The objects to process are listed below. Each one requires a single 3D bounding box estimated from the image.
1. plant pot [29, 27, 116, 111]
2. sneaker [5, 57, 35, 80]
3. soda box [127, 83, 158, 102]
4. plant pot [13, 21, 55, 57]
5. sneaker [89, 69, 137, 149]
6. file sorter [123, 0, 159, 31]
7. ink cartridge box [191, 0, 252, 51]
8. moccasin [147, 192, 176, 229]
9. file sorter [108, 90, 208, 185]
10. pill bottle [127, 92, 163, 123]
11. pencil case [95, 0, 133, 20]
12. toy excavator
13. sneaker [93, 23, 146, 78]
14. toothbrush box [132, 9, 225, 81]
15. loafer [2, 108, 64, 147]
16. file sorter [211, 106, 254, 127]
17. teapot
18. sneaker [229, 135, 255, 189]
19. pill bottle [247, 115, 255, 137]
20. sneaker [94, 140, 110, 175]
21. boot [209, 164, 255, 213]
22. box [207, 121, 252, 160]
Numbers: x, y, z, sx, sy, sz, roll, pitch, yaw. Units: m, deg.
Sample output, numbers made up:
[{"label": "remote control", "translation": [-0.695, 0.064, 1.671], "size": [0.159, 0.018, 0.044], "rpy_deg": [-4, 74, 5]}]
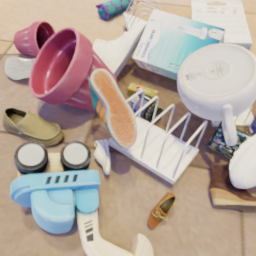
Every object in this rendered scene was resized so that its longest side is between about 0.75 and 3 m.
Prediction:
[{"label": "plant pot", "translation": [-1.474, -1.479, 8.236], "size": [2.153, 1.927, 2.153], "rpy_deg": [-20, 57, 34]}, {"label": "sneaker", "translation": [-3.425, -2.043, 9.793], "size": [2.045, 0.781, 0.823], "rpy_deg": [11, 13, 24]}, {"label": "soda box", "translation": [0.474, -1.135, 9.243], "size": [0.985, 0.334, 0.315], "rpy_deg": [20, 54, 15]}, {"label": "plant pot", "translation": [-3.494, -3.217, 10.411], "size": [1.188, 1.328, 1.328], "rpy_deg": [1, 50, 21]}, {"label": "sneaker", "translation": [-0.381, -0.404, 6.740], "size": [0.705, 0.789, 1.975], "rpy_deg": [-21, 84, -18]}, {"label": "file sorter", "translation": [0.654, -4.274, 11.008], "size": [1.183, 1.062, 1.705], "rpy_deg": [12, 45, -25]}, {"label": "ink cartridge box", "translation": [3.620, -4.094, 11.276], "size": [2.178, 0.764, 2.679], "rpy_deg": [2, 54, 3]}, {"label": "moccasin", "translation": [0.800, 1.965, 6.575], "size": [0.351, 0.371, 0.960], "rpy_deg": [43, 85, -6]}, {"label": "file sorter", "translation": [0.780, 0.107, 7.459], "size": [2.123, 1.322, 1.473], "rpy_deg": [29, 45, 22]}, {"label": "pill bottle", "translation": [0.526, -0.624, 8.657], "size": [1.088, 0.609, 0.609], "rpy_deg": [34, 59, 24]}, {"label": "pencil case", "translation": [-0.583, -5.437, 12.426], "size": [1.671, 0.711, 0.772], "rpy_deg": [-40, 92, -27]}, {"label": "toy excavator", "translation": [-1.094, 1.894, 6.208], "size": [2.859, 1.469, 2.941], "rpy_deg": [-1, 58, -17]}, {"label": "sneaker", "translation": [-0.446, -2.878, 9.518], "size": [1.311, 0.836, 2.269], "rpy_deg": [33, 82, 9]}, {"label": "toothbrush box", "translation": [1.694, -2.638, 9.460], "size": [2.519, 1.074, 1.844], "rpy_deg": [23, 90, 17]}, {"label": "loafer", "translation": [-2.841, -0.045, 8.143], "size": [2.022, 0.682, 0.769], "rpy_deg": [14, 53, 11]}, {"label": "file sorter", "translation": [3.228, -0.640, 8.541], "size": [1.314, 0.818, 0.912], "rpy_deg": [-1, 51, 0]}, {"label": "teapot", "translation": [2.376, -0.948, 7.315], "size": [2.175, 1.609, 2.203], "rpy_deg": [32, 72, 36]}, {"label": "sneaker", "translation": [3.675, 0.622, 6.577], "size": [2.781, 1.063, 1.120], "rpy_deg": [-30, 22, -8]}, {"label": "pill bottle", "translation": [3.987, -0.275, 7.664], "size": [0.913, 1.578, 0.913], "rpy_deg": [7, 36, -5]}, {"label": "sneaker", "translation": [-0.721, 0.807, 7.645], "size": [0.422, 0.436, 1.193], "rpy_deg": [-3, 41, -9]}, {"label": "boot", "translation": [2.777, 1.456, 7.043], "size": [1.424, 0.515, 1.184], "rpy_deg": [4, 53, 8]}, {"label": "box", "translation": [2.836, 0.404, 7.742], "size": [1.037, 0.239, 0.825], "rpy_deg": [30, 90, 17]}]
